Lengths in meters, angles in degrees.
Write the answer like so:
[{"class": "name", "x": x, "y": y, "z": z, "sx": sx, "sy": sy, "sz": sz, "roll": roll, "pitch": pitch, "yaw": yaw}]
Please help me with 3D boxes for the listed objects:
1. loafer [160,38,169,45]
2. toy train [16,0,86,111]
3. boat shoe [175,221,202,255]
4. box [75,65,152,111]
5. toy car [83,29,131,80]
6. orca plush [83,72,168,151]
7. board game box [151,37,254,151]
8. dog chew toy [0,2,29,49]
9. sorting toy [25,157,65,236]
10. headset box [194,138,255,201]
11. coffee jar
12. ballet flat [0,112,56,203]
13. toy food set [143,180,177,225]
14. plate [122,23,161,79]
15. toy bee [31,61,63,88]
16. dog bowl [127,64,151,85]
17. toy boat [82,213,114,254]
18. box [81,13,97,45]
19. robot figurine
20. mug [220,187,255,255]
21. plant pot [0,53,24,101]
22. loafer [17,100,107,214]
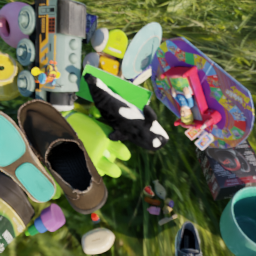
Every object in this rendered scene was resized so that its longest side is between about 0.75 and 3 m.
[{"class": "loafer", "x": 1.495, "y": -3.597, "z": 11.787, "sx": 0.983, "sy": 0.359, "sz": 0.349, "roll": 13, "pitch": 40, "yaw": 3}, {"class": "toy train", "x": -1.891, "y": -1.843, "z": 6.997, "sx": 1.677, "sy": 2.942, "sz": 1.254, "roll": 13, "pitch": 14, "yaw": 35}, {"class": "boat shoe", "x": 1.211, "y": 2.623, "z": 5.551, "sx": 0.584, "sy": 0.552, "sz": 1.628, "roll": 9, "pitch": 36, "yaw": 6}, {"class": "box", "x": -0.330, "y": -1.018, "z": 8.107, "sx": 1.906, "sy": 0.922, "sz": 1.682, "roll": 23, "pitch": 7, "yaw": -1}, {"class": "toy car", "x": -0.733, "y": -2.566, "z": 9.900, "sx": 1.629, "sy": 1.861, "sz": 1.396, "roll": 13, "pitch": 18, "yaw": -30}, {"class": "orca plush", "x": -0.163, "y": -0.148, "z": 6.583, "sx": 1.388, "sy": 2.638, "sz": 0.938, "roll": -2, "pitch": 49, "yaw": 46}, {"class": "board game box", "x": 1.384, "y": -0.596, "z": 6.439, "sx": 0.568, "sy": 2.306, "sz": 2.919, "roll": -37, "pitch": 72, "yaw": -23}, {"class": "dog chew toy", "x": -2.950, "y": -3.266, "z": 8.921, "sx": 1.362, "sy": 1.362, "sz": 2.188, "roll": 31, "pitch": 36, "yaw": 26}, {"class": "sorting toy", "x": -2.424, "y": 1.356, "z": 6.977, "sx": 1.025, "sy": 1.032, "sz": 2.977, "roll": -31, "pitch": 49, "yaw": 2}, {"class": "headset box", "x": 2.657, "y": 1.033, "z": 7.248, "sx": 1.315, "sy": 0.663, "sz": 1.769, "roll": -7, "pitch": 48, "yaw": -7}, {"class": "coffee jar", "x": -3.165, "y": 2.271, "z": 5.567, "sx": 1.186, "sy": 1.450, "sz": 2.780, "roll": 22, "pitch": 52, "yaw": 21}, {"class": "ballet flat", "x": -2.265, "y": 0.583, "z": 5.608, "sx": 0.766, "sy": 2.251, "sz": 0.757, "roll": -32, "pitch": 27, "yaw": -18}, {"class": "toy food set", "x": 0.720, "y": 1.792, "z": 6.889, "sx": 0.694, "sy": 0.172, "sz": 1.092, "roll": -20, "pitch": 50, "yaw": -18}, {"class": "plate", "x": 0.395, "y": -1.792, "z": 6.743, "sx": 0.188, "sy": 1.472, "sz": 1.472, "roll": 37, "pitch": 57, "yaw": 19}, {"class": "toy bee", "x": -1.659, "y": -1.165, "z": 5.975, "sx": 0.955, "sy": 0.519, "sz": 0.625, "roll": 14, "pitch": 8, "yaw": 23}, {"class": "dog bowl", "x": 0.424, "y": -1.904, "z": 9.687, "sx": 0.981, "sy": 0.981, "sz": 0.386, "roll": -32, "pitch": 81, "yaw": -26}, {"class": "toy boat", "x": -0.687, "y": 2.355, "z": 6.273, "sx": 0.724, "sy": 0.400, "sz": 0.861, "roll": -11, "pitch": 56, "yaw": -4}, {"class": "box", "x": -1.422, "y": -3.158, "z": 8.805, "sx": 0.663, "sy": 0.467, "sz": 0.896, "roll": 17, "pitch": 60, "yaw": 3}, {"class": "robot figurine", "x": -1.186, "y": 0.401, "z": 7.330, "sx": 2.416, "sy": 1.398, "sz": 2.120, "roll": 26, "pitch": 79, "yaw": 20}, {"class": "mug", "x": 2.602, "y": 2.206, "z": 5.853, "sx": 1.398, "sy": 1.052, "sz": 1.702, "roll": 32, "pitch": 51, "yaw": 22}, {"class": "plant pot", "x": -3.449, "y": -1.462, "z": 7.651, "sx": 1.245, "sy": 1.171, "sz": 1.245, "roll": 3, "pitch": 82, "yaw": -21}, {"class": "loafer", "x": -1.416, "y": 0.374, "z": 5.947, "sx": 1.085, "sy": 1.061, "sz": 2.973, "roll": -35, "pitch": 69, "yaw": -21}]
